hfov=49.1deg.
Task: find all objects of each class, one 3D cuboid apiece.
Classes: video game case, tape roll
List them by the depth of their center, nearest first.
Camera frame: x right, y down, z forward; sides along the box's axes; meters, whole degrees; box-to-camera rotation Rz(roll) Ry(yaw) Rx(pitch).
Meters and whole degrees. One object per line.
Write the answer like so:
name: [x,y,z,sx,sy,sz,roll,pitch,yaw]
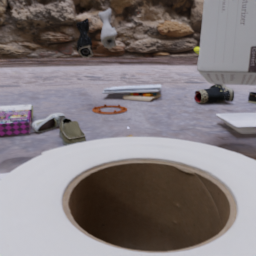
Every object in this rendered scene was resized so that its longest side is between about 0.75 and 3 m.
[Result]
tape roll: [0.140,1.186,2.275,2.324,1.596,2.324,0,17,0]
video game case: [-4.346,-0.232,8.787,2.534,0.454,2.297,-5,18,-16]

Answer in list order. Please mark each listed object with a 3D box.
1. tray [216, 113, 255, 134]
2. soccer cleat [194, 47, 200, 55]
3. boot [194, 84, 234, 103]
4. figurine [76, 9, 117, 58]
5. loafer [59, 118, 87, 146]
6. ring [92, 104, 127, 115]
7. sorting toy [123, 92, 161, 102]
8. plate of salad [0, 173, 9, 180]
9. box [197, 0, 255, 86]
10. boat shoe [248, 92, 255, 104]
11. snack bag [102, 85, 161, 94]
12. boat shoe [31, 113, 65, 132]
tray: [4.407,-0.152,8.779,2.904,0.322,1.559,-2,18,-6]
soccer cleat: [2.924,-2.864,10.575,0.900,0.291,0.377,29,-14,12]
boot: [3.697,-1.591,12.764,1.524,0.728,2.018,-4,18,-7]
figurine: [-1.258,-3.788,10.940,1.673,1.633,0.720,-17,-25,15]
loafer: [-1.564,0.095,7.609,0.574,0.532,1.527,-10,20,-29]
ring: [-0.727,-0.757,11.061,1.403,0.135,1.403,0,18,0]
sorting toy: [0.693,-1.572,13.430,1.445,0.285,1.561,8,19,24]
plate of salad: [-2.046,1.114,3.837,2.898,0.696,2.898,-3,17,1]
box: [2.626,-2.347,6.031,1.774,2.701,2.715,5,5,20]
boat shoe: [5.959,-1.233,12.029,1.581,0.495,0.578,18,24,41]
snack bag: [0.306,-1.970,14.320,2.774,0.315,2.942,-2,10,7]
boat shoe: [-2.388,-0.135,8.617,0.369,0.424,1.150,23,32,39]
